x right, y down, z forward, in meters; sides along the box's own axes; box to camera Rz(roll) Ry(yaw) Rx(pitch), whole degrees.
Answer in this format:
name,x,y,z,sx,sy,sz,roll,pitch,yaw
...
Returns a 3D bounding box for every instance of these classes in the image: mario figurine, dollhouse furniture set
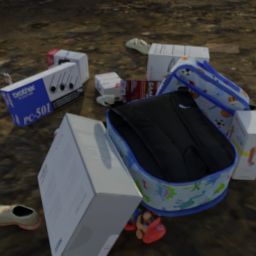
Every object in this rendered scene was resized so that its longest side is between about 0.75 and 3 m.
name,x,y,z,sx,sy,sz,roll,pitch,yaw
mario figurine,0.210,1.951,6.377,1.511,0.801,0.933,23,75,39
dollhouse furniture set,-4.346,-1.599,11.099,1.130,1.012,1.426,-26,43,-31

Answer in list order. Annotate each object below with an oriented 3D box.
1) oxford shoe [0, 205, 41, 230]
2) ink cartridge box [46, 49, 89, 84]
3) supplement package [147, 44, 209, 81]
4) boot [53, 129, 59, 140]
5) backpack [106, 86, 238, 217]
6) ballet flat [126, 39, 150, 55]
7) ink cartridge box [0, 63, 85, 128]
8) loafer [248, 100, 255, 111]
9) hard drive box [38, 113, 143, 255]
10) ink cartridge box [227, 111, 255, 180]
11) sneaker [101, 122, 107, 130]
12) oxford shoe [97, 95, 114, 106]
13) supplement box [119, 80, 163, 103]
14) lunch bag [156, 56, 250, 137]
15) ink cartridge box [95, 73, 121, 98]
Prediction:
name,x,y,z,sx,sy,sz,roll,pitch,yaw
oxford shoe,-2.755,1.982,6.603,1.415,0.522,0.501,5,36,7
ink cartridge box,-2.682,-2.729,12.479,1.664,1.212,0.689,13,38,17
supplement package,1.985,-2.500,11.356,2.294,1.341,1.345,6,35,9
boot,-1.520,0.433,8.662,1.654,0.599,1.194,-11,35,1
backpack,1.025,0.699,6.944,2.704,2.171,2.955,-14,40,-18
ballet flat,0.557,-4.649,15.616,0.661,0.661,1.902,-26,43,-31
ink cartridge box,-3.002,-1.290,10.312,0.644,1.369,2.911,14,37,40
loafer,4.190,-0.761,10.368,1.357,0.510,0.473,-13,32,-18
hard drive box,-1.038,1.268,6.140,1.010,2.049,2.629,14,27,-32
ink cartridge box,3.237,0.467,7.749,0.666,1.598,1.160,3,36,0
sneaker,-0.187,0.248,8.720,2.768,1.043,1.097,-5,5,-13
oxford shoe,-0.567,-0.649,6.867,0.301,0.231,0.801,2,-3,-28
supplement box,0.517,-1.381,10.812,1.666,0.907,0.507,2,11,4
lunch bag,2.165,-0.836,8.573,2.699,2.163,1.020,32,42,-3
ink cartridge box,-0.762,-1.763,11.725,0.948,0.535,1.291,-13,38,-18
